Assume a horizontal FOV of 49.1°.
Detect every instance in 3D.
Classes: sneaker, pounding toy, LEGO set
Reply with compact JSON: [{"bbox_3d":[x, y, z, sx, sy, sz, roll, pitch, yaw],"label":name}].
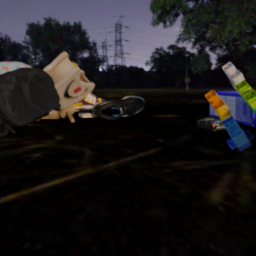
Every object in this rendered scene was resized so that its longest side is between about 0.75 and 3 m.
[{"bbox_3d":[-0.201,-0.680,10.582,2.108,0.770,1.179,-11,15,-17],"label":"sneaker"},{"bbox_3d":[-1.768,-1.228,9.588,1.544,1.549,2.700,-37,-12,-17],"label":"pounding toy"},{"bbox_3d":[2.520,-0.173,6.065,1.083,1.165,2.840,-32,32,16],"label":"LEGO set"},{"bbox_3d":[-2.034,-1.496,13.677,1.044,1.256,2.787,5,11,31],"label":"sneaker"}]

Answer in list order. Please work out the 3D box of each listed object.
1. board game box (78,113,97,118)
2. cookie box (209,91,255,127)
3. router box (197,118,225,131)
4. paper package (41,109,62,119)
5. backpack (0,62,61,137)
[{"bbox_3d":[-1.513,-0.508,11.087,0.777,0.135,0.491,-5,10,-28],"label":"board game box"},{"bbox_3d":[4.476,-0.739,9.686,2.314,1.017,2.706,-2,10,-11],"label":"cookie box"},{"bbox_3d":[2.485,-0.113,8.228,0.575,0.238,0.767,-7,11,-22],"label":"router box"},{"bbox_3d":[-2.974,-0.585,10.753,0.740,0.402,0.777,0,10,-1],"label":"paper package"},{"bbox_3d":[-3.757,-0.874,7.885,2.938,1.860,2.452,-1,13,23],"label":"backpack"}]
